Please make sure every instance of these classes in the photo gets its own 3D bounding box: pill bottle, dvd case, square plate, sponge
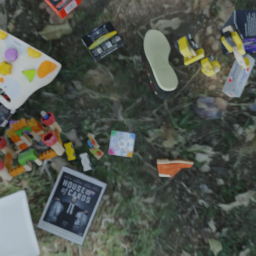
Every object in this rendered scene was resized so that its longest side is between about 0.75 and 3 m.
[{"bbox_3d":[-4.984,-0.617,11.387,0.559,0.559,1.052,35,87,2],"label":"pill bottle"},{"bbox_3d":[-2.223,3.089,11.236,1.958,0.322,2.605,22,87,1],"label":"dvd case"},{"bbox_3d":[-4.826,4.025,10.943,2.525,0.359,2.501,-20,79,5],"label":"square plate"},{"bbox_3d":[-4.381,-0.003,11.549,1.023,0.153,0.570,0,85,0],"label":"sponge"}]

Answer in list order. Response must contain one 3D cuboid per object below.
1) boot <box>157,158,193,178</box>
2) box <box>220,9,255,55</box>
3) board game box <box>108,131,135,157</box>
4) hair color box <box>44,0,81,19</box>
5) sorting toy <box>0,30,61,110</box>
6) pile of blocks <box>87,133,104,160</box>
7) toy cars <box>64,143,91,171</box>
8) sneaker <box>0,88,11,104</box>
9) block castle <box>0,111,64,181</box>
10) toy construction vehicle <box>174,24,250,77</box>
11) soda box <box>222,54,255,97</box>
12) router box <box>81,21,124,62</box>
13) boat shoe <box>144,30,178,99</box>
[{"bbox_3d":[1.896,1.619,11.277,1.440,0.540,0.772,-2,90,8],"label":"boot"},{"bbox_3d":[5.010,-3.769,11.068,2.241,1.658,1.169,-3,85,1],"label":"box"},{"bbox_3d":[-0.263,0.661,11.512,0.970,0.125,0.969,8,86,1],"label":"board game box"},{"bbox_3d":[-3.168,-5.864,11.699,1.168,0.705,2.301,-43,86,-2],"label":"hair color box"},{"bbox_3d":[-4.654,-2.190,11.107,2.847,1.521,2.563,29,92,3],"label":"sorting toy"},{"bbox_3d":[-1.414,0.746,11.389,0.472,0.357,1.149,-28,86,-2],"label":"pile of blocks"},{"bbox_3d":[-2.040,1.166,11.395,1.439,0.319,0.645,34,90,-1],"label":"toy cars"},{"bbox_3d":[-4.853,-1.518,11.407,1.812,0.641,0.885,-13,88,0],"label":"sneaker"},{"bbox_3d":[-3.823,0.577,10.479,2.651,1.772,1.244,-26,131,3],"label":"block castle"},{"bbox_3d":[3.202,-2.676,10.394,2.149,2.468,0.869,-19,56,30],"label":"toy construction vehicle"},{"bbox_3d":[4.498,-2.116,11.420,0.534,0.574,1.682,26,85,-25],"label":"soda box"},{"bbox_3d":[-1.061,-3.609,11.699,1.418,0.370,1.115,-32,86,-2],"label":"router box"},{"bbox_3d":[1.193,-2.593,11.266,1.090,0.933,2.979,-6,68,-13],"label":"boat shoe"}]
